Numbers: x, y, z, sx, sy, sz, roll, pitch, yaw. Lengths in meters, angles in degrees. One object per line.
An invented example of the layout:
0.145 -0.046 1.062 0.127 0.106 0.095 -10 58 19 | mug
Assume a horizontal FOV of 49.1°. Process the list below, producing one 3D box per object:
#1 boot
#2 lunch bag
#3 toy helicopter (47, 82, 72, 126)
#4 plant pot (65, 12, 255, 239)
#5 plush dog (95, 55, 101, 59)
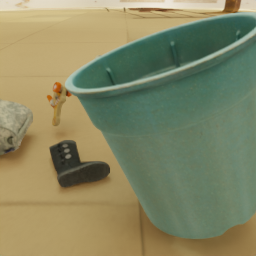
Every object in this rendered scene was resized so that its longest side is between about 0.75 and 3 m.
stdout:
-1.093 0.683 6.110 1.085 0.432 1.316 -8 24 -19 | boot
-3.053 -0.023 6.726 1.234 1.025 1.471 -2 28 0 | lunch bag
-1.897 -0.599 7.438 0.458 1.162 0.769 16 -20 -40 | toy helicopter
0.799 0.029 4.247 2.655 2.600 2.655 -17 24 8 | plant pot
-0.737 -1.622 9.433 1.166 1.089 1.357 24 30 -28 | plush dog
